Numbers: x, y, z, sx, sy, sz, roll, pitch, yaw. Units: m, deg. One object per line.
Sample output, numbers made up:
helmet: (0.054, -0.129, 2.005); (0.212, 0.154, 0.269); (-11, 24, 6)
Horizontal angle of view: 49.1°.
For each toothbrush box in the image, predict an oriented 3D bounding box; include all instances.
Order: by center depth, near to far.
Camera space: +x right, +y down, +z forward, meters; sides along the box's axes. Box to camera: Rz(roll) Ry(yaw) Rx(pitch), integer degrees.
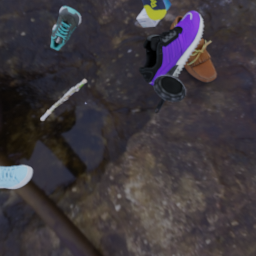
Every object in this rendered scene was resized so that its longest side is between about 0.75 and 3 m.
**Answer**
toothbrush box: (0.906, -4.144, 9.990); (0.446, 0.766, 1.046); (42, 80, -35)

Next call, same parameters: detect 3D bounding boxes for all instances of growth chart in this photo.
growth chart: (-1.960, -0.814, 8.362); (1.603, 1.160, 0.142); (-45, 101, -19)

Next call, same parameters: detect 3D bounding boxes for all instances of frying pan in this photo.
frying pan: (1.170, -0.888, 7.807); (0.933, 1.542, 0.251); (18, 56, 22)

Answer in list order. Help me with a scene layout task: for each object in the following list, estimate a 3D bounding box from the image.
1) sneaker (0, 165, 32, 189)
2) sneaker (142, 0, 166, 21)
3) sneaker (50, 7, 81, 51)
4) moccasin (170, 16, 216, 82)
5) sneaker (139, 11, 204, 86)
sneaker: (-3.259, 1.263, 7.232); (1.591, 0.652, 0.588); (-15, 63, 18)
sneaker: (0.630, -4.399, 8.669); (0.784, 0.872, 2.119); (-12, 108, 17)
sneaker: (-2.196, -3.300, 9.577); (0.767, 1.976, 0.901); (21, 69, -19)
moccasin: (2.691, -3.214, 11.384); (1.094, 1.154, 2.990); (-19, 76, -5)
sneaker: (1.224, -2.546, 8.535); (1.334, 0.933, 2.683); (28, 90, -27)
